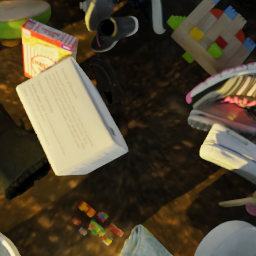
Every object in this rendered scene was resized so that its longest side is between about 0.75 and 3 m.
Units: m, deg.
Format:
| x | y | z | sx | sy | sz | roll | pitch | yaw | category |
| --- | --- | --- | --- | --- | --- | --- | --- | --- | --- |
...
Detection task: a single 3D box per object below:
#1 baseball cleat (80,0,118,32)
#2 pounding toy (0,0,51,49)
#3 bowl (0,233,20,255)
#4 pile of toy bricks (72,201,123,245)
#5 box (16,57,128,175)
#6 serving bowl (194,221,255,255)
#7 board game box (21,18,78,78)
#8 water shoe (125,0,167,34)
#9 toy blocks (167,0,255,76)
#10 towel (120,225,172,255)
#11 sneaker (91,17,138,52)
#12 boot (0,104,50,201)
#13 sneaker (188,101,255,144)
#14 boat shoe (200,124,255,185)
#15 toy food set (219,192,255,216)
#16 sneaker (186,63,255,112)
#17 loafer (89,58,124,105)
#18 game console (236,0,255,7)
| x | y | z | sx | sy | sz | roll | pitch | yaw | category |
| --- | --- | --- | --- | --- | --- | --- | --- | --- | --- |
| -0.127 | -3.667 | 6.779 | 1.585 | 1.038 | 2.978 | 24 | 117 | 9 | baseball cleat |
| -3.019 | -2.363 | 6.980 | 2.359 | 1.095 | 1.821 | -21 | 40 | -21 | pounding toy |
| -3.202 | 3.166 | 5.914 | 2.363 | 1.062 | 2.363 | 0 | 79 | 2 | bowl |
| -0.739 | 2.229 | 6.352 | 1.195 | 0.590 | 0.663 | 36 | 78 | 8 | pile of toy bricks |
| -1.059 | -0.114 | 6.064 | 1.280 | 1.948 | 1.958 | -28 | 79 | 2 | box |
| 2.003 | 2.635 | 5.969 | 1.714 | 1.714 | 0.564 | -41 | 39 | -8 | serving bowl |
| -1.856 | -1.649 | 6.631 | 1.172 | 1.547 | 0.358 | 21 | 55 | -2 | board game box |
| 0.365 | -3.506 | 7.545 | 0.987 | 0.894 | 2.502 | -16 | 71 | 15 | water shoe |
| 2.286 | -2.358 | 7.130 | 2.312 | 1.156 | 1.581 | 43 | 75 | -5 | toy blocks |
| 0.963 | 3.187 | 5.083 | 0.709 | 2.521 | 2.945 | -45 | 81 | 1 | towel |
| -0.577 | -2.262 | 6.746 | 0.785 | 1.583 | 0.560 | -17 | 93 | -46 | sneaker |
| -3.129 | 0.675 | 6.076 | 2.233 | 1.008 | 2.724 | 40 | 53 | 11 | boot |
| 2.698 | -0.267 | 6.748 | 2.342 | 0.875 | 0.960 | 16 | 77 | 3 | sneaker |
| 2.897 | 0.735 | 6.083 | 2.630 | 0.967 | 0.878 | 26 | 79 | -8 | boat shoe |
| 3.429 | 1.742 | 6.004 | 2.586 | 1.644 | 0.407 | 17 | 68 | -8 | toy food set |
| 2.717 | -0.781 | 6.306 | 2.726 | 1.006 | 1.193 | -16 | 88 | -1 | sneaker |
| -0.537 | -1.081 | 6.750 | 0.480 | 1.316 | 0.470 | 7 | 51 | 45 | loafer |
| 3.897 | -4.240 | 7.887 | 2.265 | 0.273 | 1.336 | -14 | 79 | -3 | game console |
